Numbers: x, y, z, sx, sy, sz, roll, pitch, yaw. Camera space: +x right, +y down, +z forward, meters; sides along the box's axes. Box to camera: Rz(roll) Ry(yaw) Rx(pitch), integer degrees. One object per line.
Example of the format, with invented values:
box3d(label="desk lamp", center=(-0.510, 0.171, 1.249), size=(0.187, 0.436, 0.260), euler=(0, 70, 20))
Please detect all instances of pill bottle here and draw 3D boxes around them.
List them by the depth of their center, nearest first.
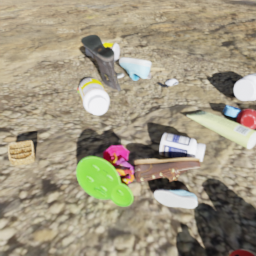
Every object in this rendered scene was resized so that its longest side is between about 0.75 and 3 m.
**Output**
box3d(label="pill bottle", center=(1.888, 0.718, 9.766), size=(1.469, 0.816, 0.816), euler=(13, 36, 17))
box3d(label="pill bottle", center=(-1.498, -1.366, 12.376), size=(1.137, 1.137, 2.081), euler=(-9, 31, -13))
box3d(label="pill bottle", center=(5.928, -1.939, 13.142), size=(2.071, 1.198, 1.198), euler=(-19, 38, -37))
box3d(label="pill bottle", center=(-1.634, -4.872, 17.786), size=(1.987, 1.086, 1.086), euler=(10, 35, 14))

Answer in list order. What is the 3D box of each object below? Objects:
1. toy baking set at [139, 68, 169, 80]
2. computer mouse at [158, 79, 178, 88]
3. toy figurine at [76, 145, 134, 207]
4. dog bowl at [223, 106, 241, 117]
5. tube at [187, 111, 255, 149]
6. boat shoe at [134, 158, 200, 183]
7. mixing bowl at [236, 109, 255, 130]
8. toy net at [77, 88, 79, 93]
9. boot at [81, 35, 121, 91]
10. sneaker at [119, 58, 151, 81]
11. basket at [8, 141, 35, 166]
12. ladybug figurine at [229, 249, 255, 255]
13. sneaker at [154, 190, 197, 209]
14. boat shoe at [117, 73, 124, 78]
box3d(label="toy baking set", center=(1.436, -3.128, 15.981), size=(1.801, 0.210, 1.382), euler=(3, 34, 5))
box3d(label="computer mouse", center=(2.200, -2.398, 14.875), size=(1.113, 0.244, 0.610), euler=(-25, 40, -32))
box3d(label="toy figurine", center=(-0.359, 1.284, 8.772), size=(1.911, 1.434, 1.758), euler=(33, 32, 8))
box3d(label="dog bowl", center=(4.438, -0.710, 11.934), size=(0.669, 0.297, 1.199), euler=(12, 14, 10))
box3d(label="tube", center=(3.724, -0.070, 11.141), size=(2.786, 0.808, 0.723), euler=(33, 86, 42))
box3d(label="boat shoe", center=(1.269, 1.374, 8.977), size=(2.163, 0.761, 0.760), euler=(-4, 72, -2))
box3d(label="mixing bowl", center=(4.748, -0.277, 11.057), size=(0.867, 0.867, 0.470), euler=(12, 15, 17))
box3d(label="toy net", center=(-2.230, -2.032, 14.352), size=(0.720, 0.265, 1.373), euler=(-6, 33, -4))
box3d(label="boot", center=(-1.364, -3.221, 14.170), size=(0.918, 2.308, 2.651), euler=(-33, 57, -16))
box3d(label="sneaker", center=(0.206, -3.213, 15.403), size=(1.008, 1.118, 2.728), euler=(7, 11, -29))
box3d(label="basket", center=(-3.686, 0.891, 9.685), size=(0.828, 0.617, 0.591), euler=(-8, 35, -13))
box3d(label="ladybug figurine", center=(2.542, 3.229, 5.811), size=(0.562, 1.060, 1.562), euler=(22, 17, -30))
box3d(label="sneaker", center=(1.398, 2.029, 8.245), size=(1.247, 0.461, 0.511), euler=(13, 19, 13))
box3d(label="boat shoe", center=(-0.763, -2.934, 15.530), size=(1.121, 0.357, 0.396), euler=(-17, 29, -23))
